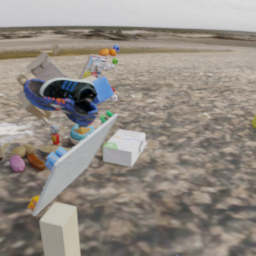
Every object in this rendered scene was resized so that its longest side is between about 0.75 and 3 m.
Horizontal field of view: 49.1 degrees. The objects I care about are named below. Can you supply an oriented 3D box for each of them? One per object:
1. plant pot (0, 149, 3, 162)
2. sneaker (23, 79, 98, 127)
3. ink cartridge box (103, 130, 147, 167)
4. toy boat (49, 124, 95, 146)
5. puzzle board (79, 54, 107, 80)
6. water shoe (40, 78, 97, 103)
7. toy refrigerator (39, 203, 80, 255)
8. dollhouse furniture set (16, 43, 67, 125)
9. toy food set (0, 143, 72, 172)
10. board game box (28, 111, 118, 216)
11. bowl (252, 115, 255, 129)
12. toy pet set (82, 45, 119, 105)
[{"bbox_3d":[-4.800,0.252,8.191,2.105,2.084,2.105,-24,-5,-2],"label":"plant pot"},{"bbox_3d":[-2.122,-0.964,9.278,2.642,0.995,1.036,22,-28,-23],"label":"sneaker"},{"bbox_3d":[-0.063,0.739,12.363,1.332,0.766,2.275,9,26,18],"label":"ink cartridge box"},{"bbox_3d":[-2.574,0.248,13.196,2.126,0.988,1.787,-5,25,-12],"label":"toy boat"},{"bbox_3d":[-1.623,-2.312,12.505,0.216,1.868,2.479,29,15,4],"label":"puzzle board"},{"bbox_3d":[-1.195,-0.764,5.805,1.184,0.423,0.467,-11,45,-31],"label":"water shoe"},{"bbox_3d":[-1.602,2.740,6.649,0.633,1.810,0.687,7,25,15],"label":"toy refrigerator"},{"bbox_3d":[-2.862,-1.547,10.691,2.428,2.071,1.186,-43,49,-1],"label":"dollhouse furniture set"},{"bbox_3d":[-3.876,1.294,11.630,2.938,0.463,1.868,7,24,-3],"label":"toy food set"},{"bbox_3d":[-1.449,0.876,7.356,0.321,2.480,2.480,39,41,7],"label":"board game box"},{"bbox_3d":[7.754,-0.555,14.792,2.091,1.125,2.091,0,26,0],"label":"bowl"},{"bbox_3d":[-0.827,-1.890,11.639,1.258,2.369,2.212,32,44,28],"label":"toy pet set"}]
